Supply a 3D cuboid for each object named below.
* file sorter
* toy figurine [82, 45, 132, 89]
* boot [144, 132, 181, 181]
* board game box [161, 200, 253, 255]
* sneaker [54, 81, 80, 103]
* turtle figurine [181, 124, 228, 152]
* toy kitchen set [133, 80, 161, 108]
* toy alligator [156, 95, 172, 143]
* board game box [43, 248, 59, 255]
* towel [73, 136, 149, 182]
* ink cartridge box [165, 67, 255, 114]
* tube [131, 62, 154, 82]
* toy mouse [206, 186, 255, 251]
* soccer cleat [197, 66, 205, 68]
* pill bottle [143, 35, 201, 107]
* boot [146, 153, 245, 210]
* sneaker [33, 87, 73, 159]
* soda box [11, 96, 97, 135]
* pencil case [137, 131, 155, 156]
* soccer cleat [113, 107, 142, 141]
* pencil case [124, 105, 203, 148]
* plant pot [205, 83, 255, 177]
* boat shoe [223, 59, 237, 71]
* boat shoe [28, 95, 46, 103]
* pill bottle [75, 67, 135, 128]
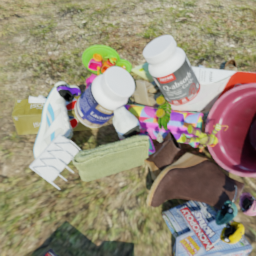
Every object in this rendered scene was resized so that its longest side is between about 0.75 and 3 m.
[{"bbox_3d":[-1.815,0.913,7.458,1.194,0.829,0.744,-51,38,-15],"label":"file sorter"},{"bbox_3d":[-0.975,-2.123,12.232,2.340,1.756,2.153,15,55,-19],"label":"toy figurine"},{"bbox_3d":[1.029,0.684,8.760,0.609,1.400,1.683,18,27,-22],"label":"boot"},{"bbox_3d":[1.780,2.788,7.347,1.934,0.597,1.935,-17,46,-18],"label":"board game box"},{"bbox_3d":[-1.619,-0.913,7.730,0.352,1.012,0.503,-29,76,19],"label":"sneaker"},{"bbox_3d":[2.054,0.328,7.766,1.082,1.342,0.432,11,54,-18],"label":"turtle figurine"},{"bbox_3d":[0.993,-1.493,10.735,1.282,1.159,1.421,-30,32,-24],"label":"toy kitchen set"},{"bbox_3d":[1.079,-0.316,8.171,0.379,0.523,1.578,-12,61,31],"label":"toy alligator"},{"bbox_3d":[-1.209,3.992,5.924,2.609,0.805,2.607,29,49,27],"label":"board game box"},{"bbox_3d":[-0.384,0.813,7.426,2.015,1.495,0.368,-17,61,-9],"label":"towel"},{"bbox_3d":[2.690,-1.041,9.142,2.920,2.373,0.833,11,70,8],"label":"ink cartridge box"},{"bbox_3d":[1.284,-2.336,12.761,0.793,0.710,2.734,14,20,-47],"label":"tube"},{"bbox_3d":[2.582,1.978,6.553,0.334,1.726,1.534,35,38,-3],"label":"toy mouse"},{"bbox_3d":[3.502,-2.634,13.245,0.460,0.372,1.065,6,43,5],"label":"soccer cleat"},{"bbox_3d":[1.127,-1.430,7.203,0.991,1.711,0.991,-23,40,21],"label":"pill bottle"},{"bbox_3d":[1.863,1.742,7.670,1.945,0.846,2.339,32,52,29],"label":"boot"},{"bbox_3d":[-2.335,-0.143,9.361,1.044,0.989,2.586,11,86,-1],"label":"sneaker"},{"bbox_3d":[-2.689,-0.493,10.552,2.984,0.955,1.011,-5,43,-5],"label":"soda box"},{"bbox_3d":[-0.001,0.753,8.705,1.669,0.771,0.710,-31,32,32],"label":"pencil case"},{"bbox_3d":[-0.040,-0.103,8.580,0.775,2.220,0.958,-29,82,-5],"label":"soccer cleat"},{"bbox_3d":[1.068,-0.103,9.655,2.924,1.292,1.292,7,43,21],"label":"pencil case"},{"bbox_3d":[4.117,0.159,8.586,2.380,2.659,2.659,8,30,-44],"label":"plant pot"},{"bbox_3d":[4.634,-2.519,12.882,0.734,0.696,1.938,11,45,12],"label":"boat shoe"},{"bbox_3d":[-3.173,-1.039,10.139,0.875,0.286,0.322,0,5,-2],"label":"boat shoe"},{"bbox_3d":[-0.773,-0.952,9.005,1.255,2.170,1.255,15,60,-27],"label":"pill bottle"}]
